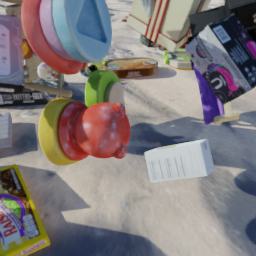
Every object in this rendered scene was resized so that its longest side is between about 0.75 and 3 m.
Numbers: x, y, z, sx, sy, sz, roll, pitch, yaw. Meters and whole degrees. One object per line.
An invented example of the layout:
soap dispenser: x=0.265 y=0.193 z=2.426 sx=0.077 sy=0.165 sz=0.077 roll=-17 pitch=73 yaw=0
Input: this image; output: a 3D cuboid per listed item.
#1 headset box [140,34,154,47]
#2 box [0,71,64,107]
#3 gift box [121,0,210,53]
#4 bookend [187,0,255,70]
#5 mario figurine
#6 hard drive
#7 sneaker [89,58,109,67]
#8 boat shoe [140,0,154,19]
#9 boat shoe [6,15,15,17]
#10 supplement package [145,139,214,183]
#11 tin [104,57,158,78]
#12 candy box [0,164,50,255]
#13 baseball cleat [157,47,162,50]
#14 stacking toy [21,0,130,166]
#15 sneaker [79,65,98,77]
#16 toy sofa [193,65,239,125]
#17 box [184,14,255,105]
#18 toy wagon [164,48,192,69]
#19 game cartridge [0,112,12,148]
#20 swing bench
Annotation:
headset box: x=1.306 y=-5.054 z=16.015 sx=0.920 sy=0.490 sz=1.057 roll=-14 pitch=36 yaw=-20
box: x=-3.818 y=-1.584 z=10.658 sx=2.531 sy=0.630 sz=1.996 roll=-4 pitch=34 yaw=-6
gift box: x=1.305 y=-4.172 z=9.721 sx=2.357 sy=2.385 sz=2.554 roll=39 pitch=54 yaw=16
bookend: x=2.884 y=-3.076 z=8.035 sx=2.621 sy=2.637 sz=1.215 roll=-10 pitch=71 yaw=18
mario figurine: x=-1.345 y=-1.548 z=5.788 sx=1.049 sy=0.901 sz=1.700 roll=-23 pitch=-11 yaw=26
hard drive: x=-2.225 y=-1.245 z=4.440 sx=1.045 sy=0.283 sz=1.496 roll=3 pitch=58 yaw=-28
sneaker: x=-1.269 y=-3.019 z=13.041 sx=1.070 sy=0.404 sz=0.409 roll=-17 pitch=37 yaw=-21
boat shoe: x=0.508 y=-3.551 z=7.797 sx=0.346 sy=0.972 sz=0.339 roll=13 pitch=46 yaw=21
boat shoe: x=-3.042 y=-2.989 z=7.979 sx=1.050 sy=0.388 sz=0.388 roll=5 pitch=36 yaw=-15
supplement package: x=0.744 y=0.480 z=4.086 sx=0.844 sy=0.462 sz=0.480 roll=-13 pitch=-2 yaw=28
tin: x=0.137 y=-2.702 z=12.524 sx=2.405 sy=0.504 sz=1.347 roll=-5 pitch=38 yaw=-8
candy box: x=-2.672 y=1.755 z=5.926 sx=1.260 sy=0.326 sz=2.465 roll=-21 pitch=39 yaw=-25
baseball cleat: x=2.043 y=-4.440 z=15.241 sx=0.502 sy=0.329 sz=0.944 roll=26 pitch=42 yaw=34
stacking toy: x=-0.404 y=-1.020 z=5.078 sx=1.263 sy=2.989 sz=2.706 roll=-2 pitch=14 yaw=25
sneaker: x=-1.558 y=-2.433 z=11.934 sx=0.548 sy=0.640 sz=1.545 roll=-23 pitch=40 yaw=-33
toy sofa: x=1.965 y=-0.903 z=6.369 sx=0.796 sy=1.630 sz=0.675 roll=-11 pitch=-9 yaw=19
box: x=1.726 y=-1.171 z=4.868 sx=0.821 sy=0.713 sz=1.243 roll=-32 pitch=86 yaw=-30
toy wagon: x=2.675 y=-3.496 z=13.704 sx=1.830 sy=0.467 sz=2.359 roll=2 pitch=33 yaw=2
game cartridge: x=-4.696 y=0.264 z=8.105 sx=2.477 sy=0.475 sz=1.605 roll=-10 pitch=39 yaw=-15
swing bench: x=-2.776 y=-2.262 z=7.087 sx=2.626 sy=2.612 sz=1.703 roll=-1 pitch=49 yaw=-10
